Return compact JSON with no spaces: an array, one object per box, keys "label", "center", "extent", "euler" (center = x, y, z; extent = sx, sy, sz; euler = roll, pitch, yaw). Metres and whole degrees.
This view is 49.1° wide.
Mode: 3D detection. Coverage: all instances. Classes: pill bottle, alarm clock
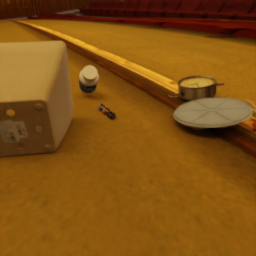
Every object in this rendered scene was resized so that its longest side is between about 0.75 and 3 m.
[{"label":"pill bottle","center":[-1.666,-2.042,11.796],"extent":[0.805,0.805,1.345],"euler":[-7,-14,-14]},{"label":"alarm clock","center":[2.706,-1.581,11.788],"extent":[2.360,0.785,1.592],"euler":[-18,28,-24]}]

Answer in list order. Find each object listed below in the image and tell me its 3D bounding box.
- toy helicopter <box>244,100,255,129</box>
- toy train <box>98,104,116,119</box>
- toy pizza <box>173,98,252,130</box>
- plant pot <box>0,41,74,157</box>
[{"label":"toy helicopter","center":[4.621,-0.491,9.697],"extent":[1.113,0.664,1.683],"euler":[13,31,-21]},{"label":"toy train","center":[-0.828,-0.611,10.538],"extent":[0.289,0.216,1.264],"euler":[-34,37,-13]},{"label":"toy pizza","center":[2.881,-0.453,9.676],"extent":[2.596,0.411,2.596],"euler":[-8,23,3]},{"label":"plant pot","center":[-3.095,-0.697,8.219],"extent":[2.761,2.757,2.444],"euler":[-5,41,-8]}]
